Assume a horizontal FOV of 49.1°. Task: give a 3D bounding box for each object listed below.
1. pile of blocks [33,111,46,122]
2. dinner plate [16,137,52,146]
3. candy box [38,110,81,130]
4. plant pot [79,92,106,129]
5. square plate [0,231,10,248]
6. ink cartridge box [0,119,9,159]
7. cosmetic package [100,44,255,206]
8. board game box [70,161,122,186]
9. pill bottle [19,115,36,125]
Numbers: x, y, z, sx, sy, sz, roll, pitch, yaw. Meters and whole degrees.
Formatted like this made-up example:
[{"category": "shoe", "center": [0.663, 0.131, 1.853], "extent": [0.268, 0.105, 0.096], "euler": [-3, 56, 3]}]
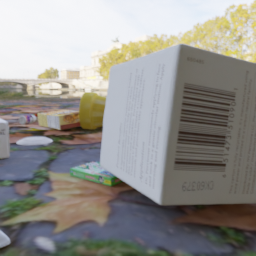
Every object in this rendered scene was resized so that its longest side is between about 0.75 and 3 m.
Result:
[{"category": "pile of blocks", "center": [-5.581, -0.764, 18.036], "extent": [0.799, 0.605, 1.946], "euler": [4, 9, 25]}, {"category": "dinner plate", "center": [-3.742, 0.501, 11.215], "extent": [1.376, 0.167, 1.376], "euler": [1, 7, 0]}, {"category": "candy box", "center": [-3.568, -0.476, 15.108], "extent": [1.611, 0.772, 2.790], "euler": [-13, 12, -37]}, {"category": "plant pot", "center": [-1.369, -0.829, 14.321], "extent": [1.800, 1.914, 1.914], "euler": [5, 9, 8]}, {"category": "square plate", "center": [-3.194, 1.512, 3.965], "extent": [2.212, 0.318, 2.233], "euler": [-8, 11, -44]}, {"category": "ink cartridge box", "center": [-5.252, 0.272, 9.158], "extent": [2.038, 1.187, 2.819], "euler": [-6, 10, -34]}, {"category": "cosmetic package", "center": [1.077, -0.036, 5.754], "extent": [2.429, 2.427, 2.944], "euler": [6, 3, -24]}, {"category": "board game box", "center": [-0.657, 1.111, 6.975], "extent": [1.343, 0.196, 0.904], "euler": [6, 11, 36]}, {"category": "pill bottle", "center": [-5.910, -0.496, 16.516], "extent": [0.531, 0.531, 0.953], "euler": [3, 9, 22]}]
